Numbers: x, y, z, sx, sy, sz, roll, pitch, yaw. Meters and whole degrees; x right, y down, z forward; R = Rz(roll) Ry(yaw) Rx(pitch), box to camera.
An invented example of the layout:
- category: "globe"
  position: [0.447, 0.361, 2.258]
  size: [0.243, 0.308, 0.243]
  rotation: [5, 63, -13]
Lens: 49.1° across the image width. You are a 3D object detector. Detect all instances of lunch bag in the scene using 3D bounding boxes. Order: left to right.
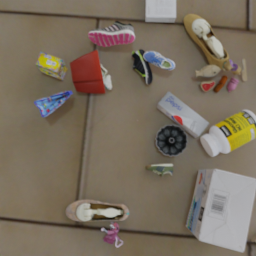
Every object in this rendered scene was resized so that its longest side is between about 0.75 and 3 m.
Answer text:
- category: "lunch bag"
  position: [-2.726, -1.001, 10.559]
  size: [1.408, 1.060, 0.662]
  rotation: [-29, 100, -11]

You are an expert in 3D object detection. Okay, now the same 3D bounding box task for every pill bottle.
- category: "pill bottle"
  position: [3.838, 0.246, 10.575]
  size: [2.036, 1.145, 1.145]
  rotation: [-28, 82, -4]

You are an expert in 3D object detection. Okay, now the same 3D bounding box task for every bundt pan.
- category: "bundt pan"
  position: [1.661, 0.508, 10.880]
  size: [1.253, 0.470, 1.253]
  rotation: [0, 81, 1]

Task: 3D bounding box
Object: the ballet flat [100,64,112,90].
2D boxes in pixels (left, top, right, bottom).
- category: "ballet flat"
  position: [-0.948, -2.072, 11.174]
  size: [0.419, 0.419, 1.168]
  rotation: [-33, 80, -5]

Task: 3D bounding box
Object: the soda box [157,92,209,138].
- category: "soda box"
  position: [2.110, -0.497, 10.955]
  size: [2.005, 0.636, 0.684]
  rotation: [40, 83, 6]

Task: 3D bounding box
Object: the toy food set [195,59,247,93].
- category: "toy food set"
  position: [3.752, -1.957, 11.106]
  size: [2.057, 0.324, 1.307]
  rotation: [-18, 116, 2]

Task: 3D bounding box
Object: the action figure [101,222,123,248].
- category: "action figure"
  position: [-0.543, 3.815, 10.047]
  size: [0.754, 1.013, 0.679]
  rotation: [37, 39, 24]

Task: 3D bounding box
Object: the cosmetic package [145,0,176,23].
- category: "cosmetic package"
  position: [1.367, -5.328, 11.857]
  size: [1.257, 0.431, 1.667]
  rotation: [2, 81, -1]

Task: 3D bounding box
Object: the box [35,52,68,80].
- category: "box"
  position: [-3.029, -2.442, 11.140]
  size: [0.940, 0.905, 0.573]
  rotation: [21, 81, 3]

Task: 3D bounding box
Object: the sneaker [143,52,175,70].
- category: "sneaker"
  position: [1.209, -2.629, 10.891]
  size: [1.312, 0.506, 0.497]
  rotation: [21, 108, 5]

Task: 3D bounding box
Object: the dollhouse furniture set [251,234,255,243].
- category: "dollhouse furniture set"
  position: [5.158, 4.310, 9.984]
  size: [0.627, 0.998, 1.128]
  rotation: [-44, 82, -6]

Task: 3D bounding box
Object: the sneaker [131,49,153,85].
- category: "sneaker"
  position: [0.534, -2.433, 11.428]
  size: [0.643, 0.557, 1.552]
  rotation: [-18, 79, 22]

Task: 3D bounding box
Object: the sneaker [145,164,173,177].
- category: "sneaker"
  position: [1.215, 1.647, 10.739]
  size: [1.068, 0.358, 0.480]
  rotation: [-3, 76, -4]

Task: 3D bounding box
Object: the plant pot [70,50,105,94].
- category: "plant pot"
  position: [-1.572, -2.043, 10.789]
  size: [1.136, 1.288, 1.289]
  rotation: [-10, 75, -4]

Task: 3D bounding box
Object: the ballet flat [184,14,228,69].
- category: "ballet flat"
  position: [3.235, -3.676, 11.366]
  size: [0.945, 0.867, 2.752]
  rotation: [-31, 82, -5]

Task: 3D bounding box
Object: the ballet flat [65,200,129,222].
- category: "ballet flat"
  position: [-1.160, 3.059, 10.288]
  size: [2.393, 0.805, 0.814]
  rotation: [-2, 80, 0]

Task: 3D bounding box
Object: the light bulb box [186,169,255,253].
- category: "light bulb box"
  position: [3.084, 2.661, 9.588]
  size: [1.437, 2.303, 2.283]
  rotation: [15, 81, 4]

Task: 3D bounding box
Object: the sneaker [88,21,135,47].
- category: "sneaker"
  position: [-0.626, -3.795, 11.197]
  size: [1.930, 0.712, 0.844]
  rotation: [2, 56, 15]
